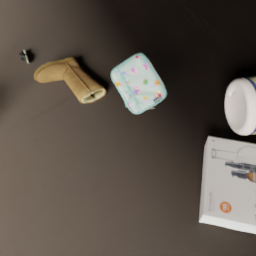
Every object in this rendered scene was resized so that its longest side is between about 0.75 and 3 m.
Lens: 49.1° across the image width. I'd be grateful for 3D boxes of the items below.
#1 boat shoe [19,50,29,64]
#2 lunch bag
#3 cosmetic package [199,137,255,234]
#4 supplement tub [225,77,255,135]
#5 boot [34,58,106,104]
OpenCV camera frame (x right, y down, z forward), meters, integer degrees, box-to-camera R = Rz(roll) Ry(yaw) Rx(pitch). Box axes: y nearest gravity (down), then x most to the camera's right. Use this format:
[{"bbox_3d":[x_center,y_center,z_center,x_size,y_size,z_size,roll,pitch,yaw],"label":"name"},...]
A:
[{"bbox_3d":[-4.499,-3.020,12.032,0.311,0.350,0.937,-21,55,-14],"label":"boat shoe"},{"bbox_3d":[0.272,-1.104,7.336,1.147,0.551,1.431,-30,95,8],"label":"lunch bag"},{"bbox_3d":[3.271,1.650,8.387,2.022,0.693,2.682,8,54,9],"label":"cosmetic package"},{"bbox_3d":[4.867,-0.824,9.421,2.657,1.918,1.918,-7,54,-4],"label":"supplement tub"},{"bbox_3d":[-2.291,-1.744,10.856,1.986,0.750,2.268,-30,60,-20],"label":"boot"}]
